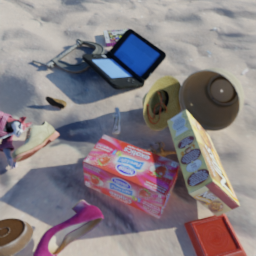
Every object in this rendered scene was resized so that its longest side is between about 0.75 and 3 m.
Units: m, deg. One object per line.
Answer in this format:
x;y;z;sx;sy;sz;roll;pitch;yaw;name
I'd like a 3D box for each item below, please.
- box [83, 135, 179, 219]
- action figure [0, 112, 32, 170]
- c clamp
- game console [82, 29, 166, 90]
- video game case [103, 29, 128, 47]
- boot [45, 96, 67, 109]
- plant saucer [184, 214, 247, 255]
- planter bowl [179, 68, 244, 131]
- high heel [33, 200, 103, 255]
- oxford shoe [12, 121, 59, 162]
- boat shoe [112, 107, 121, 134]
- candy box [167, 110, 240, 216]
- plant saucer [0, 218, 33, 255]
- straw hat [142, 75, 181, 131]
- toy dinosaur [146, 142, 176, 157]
0.064;1.339;7.990;2.456;1.172;1.224;20;46;17;box
-4.539;0.216;8.981;2.928;1.961;2.180;-17;28;-12;action figure
-2.598;-3.441;13.055;2.436;0.386;2.851;28;53;24;c clamp
-0.233;-2.960;11.655;2.317;1.533;2.634;-13;47;-40;game console
-0.506;-4.601;14.231;1.411;0.253;1.279;-7;47;-7;video game case
-2.772;-1.008;10.798;0.846;0.311;0.319;25;36;1;boot
2.262;2.861;7.279;1.237;0.227;1.239;-11;47;-10;plant saucer
3.086;-1.155;9.870;2.163;2.163;1.456;30;41;25;planter bowl
-1.407;2.619;6.602;1.910;0.643;0.916;-44;34;-22;high heel
-2.958;0.397;8.611;0.728;0.760;2.058;-34;7;22;oxford shoe
-0.427;-0.256;9.746;0.300;0.934;0.344;-1;2;-12;boat shoe
2.062;0.916;7.986;0.750;1.566;2.713;-34;37;23;candy box
-2.926;2.520;6.543;1.339;0.231;1.339;-2;19;1;plant saucer
0.983;-0.939;9.989;2.000;2.000;0.847;-34;33;-28;straw hat
1.044;0.766;8.966;1.223;0.356;0.618;-14;92;-7;toy dinosaur
